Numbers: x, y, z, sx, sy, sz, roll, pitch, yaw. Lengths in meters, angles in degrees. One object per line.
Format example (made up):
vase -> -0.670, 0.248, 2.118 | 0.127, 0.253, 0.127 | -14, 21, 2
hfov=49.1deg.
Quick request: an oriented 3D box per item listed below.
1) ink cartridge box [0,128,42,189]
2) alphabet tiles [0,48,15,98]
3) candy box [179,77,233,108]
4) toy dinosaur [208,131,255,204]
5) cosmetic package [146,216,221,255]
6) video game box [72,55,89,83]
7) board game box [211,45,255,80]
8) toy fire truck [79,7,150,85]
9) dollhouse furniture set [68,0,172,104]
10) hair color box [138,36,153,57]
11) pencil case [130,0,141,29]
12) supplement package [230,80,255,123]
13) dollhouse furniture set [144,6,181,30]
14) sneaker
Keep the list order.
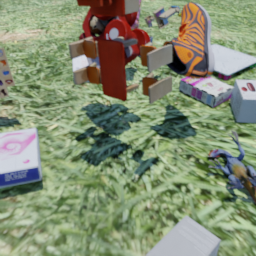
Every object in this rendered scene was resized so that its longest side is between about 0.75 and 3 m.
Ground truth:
ink cartridge box -> -4.107, 0.740, 8.168 | 2.880, 0.635, 2.934 | -10, 32, -16
alphabet tiles -> -4.614, -1.845, 9.161 | 1.545, 1.857, 0.059 | -11, 14, 3
candy box -> 3.233, -1.632, 11.738 | 1.259, 0.563, 1.846 | -26, 43, -31
toy dinosaur -> 2.950, 1.234, 7.932 | 1.097, 2.089, 1.896 | -26, 6, 9
cosmetic package -> 0.993, 2.724, 5.671 | 1.732, 0.781, 0.925 | -31, 46, -31
video game box -> -1.598, -2.964, 13.586 | 2.119, 0.544, 2.326 | -8, 37, -6
board game box -> 4.715, -3.439, 14.378 | 2.830, 0.366, 2.831 | -25, 44, -31
toy fire truck -> -0.691, -2.921, 8.921 | 1.409, 2.111, 2.514 | -6, 70, -57
dollhouse furniture set -> -0.438, -1.989, 7.066 | 2.756, 2.726, 1.420 | 18, 37, 34
hair color box -> -0.058, -4.913, 16.016 | 2.645, 0.802, 1.309 | 21, 42, 28
pencil case -> 0.233, -5.110, 11.812 | 0.761, 1.839, 0.796 | 11, 2, 24
supplement package -> 4.712, -0.995, 10.453 | 1.368, 1.052, 1.430 | 3, 38, 5
dollhouse furniture set -> 1.476, -4.301, 11.294 | 1.078, 0.745, 1.141 | -38, 36, -11
sneaker -> 1.706, -2.753, 8.491 | 1.461, 1.012, 2.608 | 0, 70, -23
